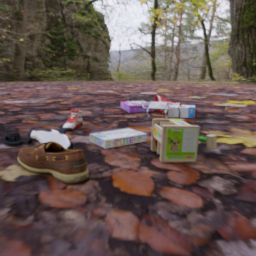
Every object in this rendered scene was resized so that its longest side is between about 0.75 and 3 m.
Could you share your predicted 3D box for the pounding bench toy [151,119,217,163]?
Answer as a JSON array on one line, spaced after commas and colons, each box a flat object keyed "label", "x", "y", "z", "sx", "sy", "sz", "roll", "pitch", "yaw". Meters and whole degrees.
[{"label": "pounding bench toy", "x": 1.390, "y": 0.277, "z": 7.144, "sx": 1.423, "sy": 0.884, "sz": 1.110, "roll": 1, "pitch": 12, "yaw": -9}]

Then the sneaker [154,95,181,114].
[{"label": "sneaker", "x": 2.050, "y": -1.123, "z": 14.525, "sx": 1.174, "sy": 0.797, "sz": 2.033, "roll": 6, "pitch": 23, "yaw": -12}]

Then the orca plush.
[{"label": "orca plush", "x": -2.054, "y": 0.484, "z": 7.610, "sx": 1.687, "sy": 0.600, "sz": 0.888, "roll": 1, "pitch": 56, "yaw": 28}]

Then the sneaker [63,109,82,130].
[{"label": "sneaker", "x": -2.106, "y": -0.329, "z": 10.511, "sx": 0.425, "sy": 0.682, "sz": 1.273, "roll": 4, "pitch": 13, "yaw": 17}]

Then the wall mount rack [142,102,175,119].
[{"label": "wall mount rack", "x": 1.474, "y": -0.966, "z": 12.949, "sx": 1.512, "sy": 0.564, "sz": 1.314, "roll": 5, "pitch": 41, "yaw": 21}]

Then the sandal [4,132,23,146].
[{"label": "sandal", "x": -3.554, "y": 0.262, "z": 8.586, "sx": 0.510, "sy": 0.325, "sz": 1.356, "roll": -7, "pitch": 15, "yaw": -27}]

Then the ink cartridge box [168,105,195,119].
[{"label": "ink cartridge box", "x": 2.479, "y": -0.766, "z": 12.982, "sx": 1.191, "sy": 0.502, "sz": 0.861, "roll": 3, "pitch": 12, "yaw": 13}]

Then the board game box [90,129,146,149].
[{"label": "board game box", "x": -0.310, "y": 0.298, "z": 8.615, "sx": 1.463, "sy": 0.250, "sz": 0.984, "roll": -8, "pitch": 14, "yaw": -32}]

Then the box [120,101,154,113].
[{"label": "box", "x": 0.454, "y": -1.158, "z": 15.089, "sx": 1.342, "sy": 0.384, "sz": 1.962, "roll": -3, "pitch": 12, "yaw": -14}]

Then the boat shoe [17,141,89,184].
[{"label": "boat shoe", "x": -1.661, "y": 0.611, "z": 6.092, "sx": 2.044, "sy": 0.690, "sz": 0.736, "roll": 9, "pitch": 15, "yaw": 36}]
